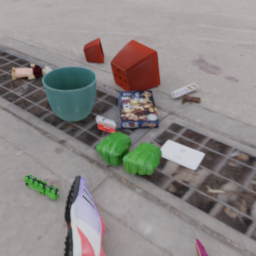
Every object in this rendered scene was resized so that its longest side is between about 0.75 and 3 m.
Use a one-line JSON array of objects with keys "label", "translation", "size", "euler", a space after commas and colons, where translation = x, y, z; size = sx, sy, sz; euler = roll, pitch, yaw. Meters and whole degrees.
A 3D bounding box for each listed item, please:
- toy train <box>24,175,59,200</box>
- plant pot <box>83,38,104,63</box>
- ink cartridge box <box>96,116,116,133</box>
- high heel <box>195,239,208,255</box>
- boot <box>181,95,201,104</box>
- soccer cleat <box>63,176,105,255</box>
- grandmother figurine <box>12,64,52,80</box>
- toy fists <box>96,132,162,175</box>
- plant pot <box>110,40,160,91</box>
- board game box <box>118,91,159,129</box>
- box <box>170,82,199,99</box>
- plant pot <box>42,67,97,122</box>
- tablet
[{"label": "toy train", "translation": [-2.637, 1.801, 8.495], "size": [1.334, 0.376, 0.278], "euler": [18, 21, 23]}, {"label": "plant pot", "translation": [-1.956, -4.287, 15.823], "size": [0.975, 1.106, 1.105], "euler": [-11, 38, 6]}, {"label": "ink cartridge box", "translation": [-0.827, -0.119, 10.825], "size": [0.781, 0.175, 0.688], "euler": [19, 29, -30]}, {"label": "high heel", "translation": [2.006, 3.150, 6.791], "size": [0.494, 0.347, 1.029], "euler": [-17, 55, -6]}, {"label": "boot", "translation": [2.829, -1.210, 12.486], "size": [0.801, 0.257, 0.747], "euler": [18, 43, 15]}, {"label": "soccer cleat", "translation": [-1.121, 2.434, 7.426], "size": [1.012, 0.943, 2.764], "euler": [12, 32, -19]}, {"label": "grandmother figurine", "translation": [-4.873, -2.857, 14.366], "size": [1.942, 0.588, 1.178], "euler": [-3, 61, -9]}, {"label": "toy fists", "translation": [-0.034, 0.910, 9.357], "size": [2.253, 0.775, 1.148], "euler": [20, 35, 26]}, {"label": "plant pot", "translation": [0.246, -2.755, 13.287], "size": [1.658, 1.882, 1.880], "euler": [-34, 48, -21]}, {"label": "board game box", "translation": [0.377, -0.810, 11.766], "size": [1.534, 0.392, 2.264], "euler": [-2, 39, -3]}, {"label": "box", "translation": [2.631, -1.737, 12.938], "size": [1.509, 0.292, 0.313], "euler": [-24, 8, -27]}, {"label": "plant pot", "translation": [-2.278, -1.292, 11.382], "size": [2.087, 1.675, 2.087], "euler": [1, 37, -1]}, {"label": "tablet", "translation": [1.860, 0.926, 9.851], "size": [1.429, 0.098, 0.930], "euler": [22, 43, 25]}]
